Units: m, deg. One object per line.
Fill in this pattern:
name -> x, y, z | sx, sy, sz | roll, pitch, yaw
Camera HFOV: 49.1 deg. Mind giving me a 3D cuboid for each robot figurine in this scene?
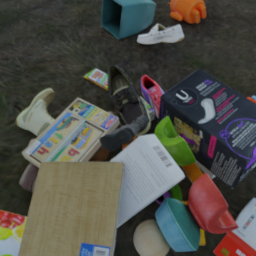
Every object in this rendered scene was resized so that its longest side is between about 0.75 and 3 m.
robot figurine -> 2.705, -5.504, 12.755 | 1.102, 1.359, 1.890 | -3, 41, -45

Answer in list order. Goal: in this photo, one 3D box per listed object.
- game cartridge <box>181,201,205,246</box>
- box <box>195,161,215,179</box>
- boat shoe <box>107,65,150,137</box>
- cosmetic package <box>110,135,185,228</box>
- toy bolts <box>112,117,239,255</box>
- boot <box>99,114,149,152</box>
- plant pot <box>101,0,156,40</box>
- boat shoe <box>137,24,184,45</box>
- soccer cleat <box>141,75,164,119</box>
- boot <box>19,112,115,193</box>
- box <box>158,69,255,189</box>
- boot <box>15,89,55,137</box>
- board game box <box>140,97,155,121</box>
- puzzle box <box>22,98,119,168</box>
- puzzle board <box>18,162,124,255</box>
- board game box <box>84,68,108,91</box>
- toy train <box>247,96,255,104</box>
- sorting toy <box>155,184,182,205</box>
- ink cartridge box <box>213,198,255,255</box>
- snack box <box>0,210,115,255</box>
game cartridge -> 1.349, 2.276, 6.791 | 0.919, 0.169, 1.042 | 3, 49, 2
box -> 2.526, 0.511, 7.893 | 1.459, 0.776, 1.111 | -30, 56, -23
boat shoe -> -0.140, -0.885, 8.563 | 0.985, 0.872, 2.690 | -30, 51, 5
cosmetic package -> -0.077, 1.171, 5.407 | 1.065, 2.095, 0.776 | 55, 22, 16
toy bolts -> 0.871, 1.554, 6.046 | 1.877, 2.585, 2.707 | -31, 34, 5
boot -> -0.067, 0.113, 6.216 | 1.181, 0.412, 0.777 | -17, 17, 48
plant pot -> 0.093, -5.005, 12.162 | 2.033, 1.437, 1.436 | -24, 54, -29
boat shoe -> 1.215, -3.730, 11.005 | 2.021, 0.700, 0.716 | 6, 36, 34
soccer cleat -> 0.959, -0.909, 9.011 | 0.682, 0.732, 1.999 | -30, 53, -2
boot -> -1.615, 0.584, 7.686 | 2.121, 1.019, 2.901 | 8, 51, 7
box -> 2.143, -0.047, 6.938 | 1.546, 1.341, 2.529 | -35, 59, -22
boot -> -2.542, -0.422, 8.756 | 1.229, 0.573, 1.590 | 28, 66, 21
board game box -> 0.464, -0.581, 9.045 | 0.406, 0.414, 0.789 | -25, 54, -23
puzzle box -> -1.426, 0.263, 7.186 | 1.455, 0.278, 2.187 | 27, 61, 22
puzzle board -> -1.022, 1.763, 4.866 | 1.808, 0.209, 2.399 | -2, 67, 22
board game box -> -1.019, -1.805, 10.258 | 1.201, 0.180, 0.574 | 30, 55, 26
toy train -> 3.645, -0.316, 8.829 | 1.748, 0.486, 1.313 | -29, 45, -19
sorting toy -> 0.541, 1.436, 6.895 | 0.640, 0.937, 1.559 | -10, 45, -40
ink cartridge box -> 2.986, 2.619, 6.356 | 1.694, 0.425, 1.374 | -36, 58, -28
snack box -> -1.885, 3.069, 5.287 | 2.848, 0.964, 2.402 | 16, 51, -2
